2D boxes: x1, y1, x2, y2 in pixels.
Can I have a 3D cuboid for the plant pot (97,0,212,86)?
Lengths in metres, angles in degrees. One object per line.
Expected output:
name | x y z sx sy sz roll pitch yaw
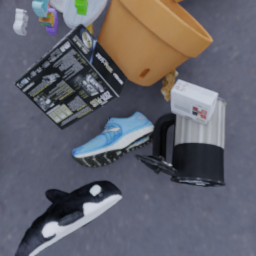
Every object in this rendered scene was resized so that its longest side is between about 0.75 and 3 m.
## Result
plant pot | 0.504 -2.484 7.493 2.864 2.864 2.005 45 119 8

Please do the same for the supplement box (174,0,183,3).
supplement box | 2.397 -4.691 8.411 2.924 0.973 1.006 -27 85 -29

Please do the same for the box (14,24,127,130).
box | -1.352 -1.119 6.670 2.041 0.879 1.671 -27 116 33

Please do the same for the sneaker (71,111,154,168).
sneaker | -0.487 0.302 8.183 2.491 0.976 1.121 -23 63 -9

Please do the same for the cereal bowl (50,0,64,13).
cereal bowl | -1.845 -4.594 8.510 0.858 2.061 2.061 37 81 28

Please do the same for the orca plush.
orca plush | -1.609 1.959 6.528 2.953 1.554 1.050 -40 68 17

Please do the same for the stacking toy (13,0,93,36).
stacking toy | -1.806 -2.629 6.273 1.925 2.554 0.600 8 86 -4

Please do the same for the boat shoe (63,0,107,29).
boat shoe | -0.822 -3.498 7.063 0.941 0.811 2.614 23 77 1

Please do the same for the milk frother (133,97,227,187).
milk frother | 1.301 0.219 6.666 1.991 2.207 2.076 0 73 19

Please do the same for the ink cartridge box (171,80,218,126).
ink cartridge box | 1.456 -0.553 6.326 0.931 0.818 0.390 25 63 22

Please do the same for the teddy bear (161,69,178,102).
teddy bear | 1.244 -1.334 8.322 0.369 0.802 1.107 3 52 25
